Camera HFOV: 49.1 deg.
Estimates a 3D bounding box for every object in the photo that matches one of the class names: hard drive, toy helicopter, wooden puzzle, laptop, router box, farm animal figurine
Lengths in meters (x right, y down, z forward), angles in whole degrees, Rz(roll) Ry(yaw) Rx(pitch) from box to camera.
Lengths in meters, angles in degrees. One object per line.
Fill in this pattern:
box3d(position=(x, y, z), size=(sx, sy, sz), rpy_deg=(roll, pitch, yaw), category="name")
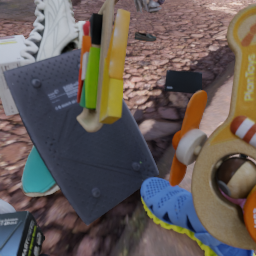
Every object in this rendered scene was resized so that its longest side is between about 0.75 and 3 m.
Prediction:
box3d(position=(-0.828, 0.049, 5.231), size=(1.951, 0.612, 2.893), rpy_deg=(-29, 90, -32), category="hard drive")
box3d(position=(1.146, -0.044, 2.901), size=(1.611, 2.436, 0.961), rpy_deg=(2, -5, 41), category="toy helicopter")
box3d(position=(-0.300, -0.529, 2.365), size=(0.194, 1.120, 1.661), rpy_deg=(8, -1, -16), category="wooden puzzle")
box3d(position=(1.801, -1.535, 9.190), size=(1.135, 0.661, 1.280), rpy_deg=(6, 11, 7), category="laptop")
box3d(position=(-2.420, 2.094, 3.488), size=(2.358, 0.733, 1.767), rpy_deg=(-8, 36, 1), category="router box")
box3d(position=(2.394, 1.104, 4.755), size=(2.497, 1.255, 2.016), rpy_deg=(-2, 14, 4), category="farm animal figurine")

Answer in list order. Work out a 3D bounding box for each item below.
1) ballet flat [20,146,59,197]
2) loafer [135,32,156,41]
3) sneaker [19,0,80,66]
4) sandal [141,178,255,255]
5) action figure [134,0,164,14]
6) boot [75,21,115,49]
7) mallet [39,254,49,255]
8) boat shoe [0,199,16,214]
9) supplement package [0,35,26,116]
box3d(position=(-1.222, 0.144, 5.978), size=(1.049, 1.049, 2.924), rpy_deg=(13, 68, 17), category="ballet flat")
box3d(position=(0.774, -4.062, 12.404), size=(0.985, 0.310, 0.354), rpy_deg=(7, 37, 9), category="loafer")
box3d(position=(-1.568, -2.387, 6.384), size=(1.106, 2.728, 1.025), rpy_deg=(11, -3, 6), category="sneaker")
box3d(position=(1.095, 1.367, 4.549), size=(2.150, 0.936, 0.854), rpy_deg=(27, 47, 34), category="sandal")
box3d(position=(0.575, -3.671, 6.820), size=(0.780, 1.463, 2.249), rpy_deg=(13, 38, 15), category="action figure")
box3d(position=(-1.112, -3.857, 11.606), size=(2.020, 1.014, 2.800), rpy_deg=(0, 33, -2), category="boot")
box3d(position=(-0.838, 2.241, 3.946), size=(1.302, 0.268, 0.429), rpy_deg=(18, 40, 19), category="mallet")
box3d(position=(-3.015, 1.338, 4.642), size=(2.317, 0.835, 0.822), rpy_deg=(9, 6, -11), category="boat shoe")
box3d(position=(-3.233, -1.566, 7.991), size=(1.082, 1.520, 1.951), rpy_deg=(-17, 40, -21), category="supplement package")
